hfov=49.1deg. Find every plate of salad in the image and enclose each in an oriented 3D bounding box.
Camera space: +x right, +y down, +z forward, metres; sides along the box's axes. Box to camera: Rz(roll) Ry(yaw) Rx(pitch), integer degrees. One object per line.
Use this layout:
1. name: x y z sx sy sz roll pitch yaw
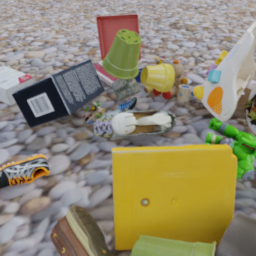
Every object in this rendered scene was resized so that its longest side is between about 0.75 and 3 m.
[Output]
1. plate of salad: 4.434 -0.889 8.654 0.595 2.478 2.478 14 34 -16

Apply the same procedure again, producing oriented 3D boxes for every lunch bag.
1. lunch bag: -0.122 -1.538 10.592 0.940 0.789 0.655 -21 1 41

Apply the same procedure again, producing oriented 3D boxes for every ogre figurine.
1. ogre figurine: 2.749 0.663 7.649 1.372 1.123 2.288 13 25 16

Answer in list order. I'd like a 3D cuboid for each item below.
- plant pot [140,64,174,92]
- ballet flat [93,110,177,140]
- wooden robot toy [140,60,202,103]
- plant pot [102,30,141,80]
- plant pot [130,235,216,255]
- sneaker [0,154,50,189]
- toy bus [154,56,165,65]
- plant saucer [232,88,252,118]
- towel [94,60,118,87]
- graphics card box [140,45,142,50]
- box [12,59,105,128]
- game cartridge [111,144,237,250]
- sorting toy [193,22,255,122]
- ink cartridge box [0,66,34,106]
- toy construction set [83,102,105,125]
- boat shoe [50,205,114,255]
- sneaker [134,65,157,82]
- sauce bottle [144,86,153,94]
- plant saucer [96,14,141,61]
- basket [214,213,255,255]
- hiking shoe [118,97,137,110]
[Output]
1. plant pot: 0.999 -1.816 10.038 0.956 1.017 1.017 2 34 -23
2. ballet flat: 0.283 -0.184 8.609 2.675 0.962 0.962 -4 37 -15
3. wooden robot toy: 1.800 -1.874 10.749 2.962 1.344 1.305 23 34 30
4. plant pot: -0.126 -2.668 9.875 1.394 1.324 1.394 10 46 -10
5. plant pot: 0.744 2.563 5.021 1.368 1.440 1.440 11 38 21
6. sneaker: -2.822 1.239 7.430 1.573 0.616 0.607 -26 54 -28
7. toy bus: 1.343 -2.976 12.638 0.356 0.690 0.651 27 64 -7
8. plant saucer: 4.213 -1.075 10.652 2.103 0.310 2.103 2 37 -1
9. towel: -0.655 -2.555 12.430 1.443 0.228 2.003 34 46 13
10. graphics card box: 0.176 -4.253 14.905 1.006 0.256 0.631 4 39 16
11. box: -2.178 -1.180 9.219 1.753 1.265 2.362 -16 17 28
12. game cartridge: 0.938 1.453 5.853 2.515 2.217 0.408 -2 14 -4
13. sorting toy: 3.642 -2.170 9.435 1.575 2.654 2.948 33 46 13
14. ink cartridge box: -4.832 -1.728 11.208 1.788 0.740 1.303 22 42 26
15. toy construction set: -1.072 -0.595 9.449 0.827 0.762 0.991 9 31 -33
16. boat shoe: -0.676 2.758 5.274 0.903 0.962 2.673 -41 54 1
17. sneaker: 0.783 -2.375 12.104 1.539 0.540 0.600 -6 31 7
18. sauce bottle: 1.029 -1.655 11.238 0.809 0.267 0.267 -27 43 -14
19. plant saucer: -0.394 -4.244 13.217 2.075 2.072 0.381 4 28 18
20. basket: 2.802 2.704 4.575 2.633 1.791 2.374 22 34 32
21. hiking shoe: -0.100 -0.745 9.840 0.441 0.379 1.018 37 77 17
